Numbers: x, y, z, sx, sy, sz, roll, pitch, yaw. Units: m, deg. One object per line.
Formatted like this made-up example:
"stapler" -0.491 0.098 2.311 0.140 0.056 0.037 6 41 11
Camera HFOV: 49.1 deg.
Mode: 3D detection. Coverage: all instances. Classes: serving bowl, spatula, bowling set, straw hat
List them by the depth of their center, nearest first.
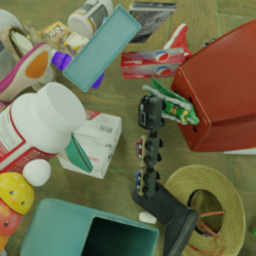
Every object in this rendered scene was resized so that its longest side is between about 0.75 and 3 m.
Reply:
"straw hat" 2.336 2.439 8.187 1.169 2.762 2.762 4 43 -46
"spatula" 1.132 2.537 8.879 1.482 0.119 1.031 6 50 2
"serving bowl" -4.903 -3.081 11.251 0.981 2.983 2.983 18 55 -5
"bowling set" -3.745 -2.941 11.691 2.080 2.988 1.604 -36 64 10

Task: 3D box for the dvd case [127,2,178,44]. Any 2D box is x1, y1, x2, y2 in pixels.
"dvd case" 0.389 -3.480 9.507 1.681 2.261 0.181 -12 80 -29

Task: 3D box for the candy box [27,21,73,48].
"candy box" -3.768 -4.215 13.379 2.060 0.570 1.189 -36 62 -23

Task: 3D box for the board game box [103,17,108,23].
"board game box" -0.611 -3.689 10.875 0.740 1.100 0.246 -1 12 -8

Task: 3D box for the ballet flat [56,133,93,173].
"ballet flat" -1.893 0.312 8.068 0.872 0.834 2.476 -26 88 -6

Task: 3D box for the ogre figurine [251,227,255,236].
"ogre figurine" 4.199 3.092 8.281 0.953 0.467 0.571 17 73 29

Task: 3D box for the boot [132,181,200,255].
"boot" 0.850 2.630 8.273 2.121 0.696 1.748 31 98 36

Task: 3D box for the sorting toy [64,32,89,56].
"sorting toy" -1.415 -2.330 8.855 0.616 1.038 1.153 -39 44 -14

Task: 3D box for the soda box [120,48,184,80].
"soda box" 0.816 -2.114 9.311 2.073 0.726 0.657 -2 61 9

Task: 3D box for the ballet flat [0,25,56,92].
"ballet flat" -3.468 -2.362 10.152 1.002 2.979 1.014 -7 37 49

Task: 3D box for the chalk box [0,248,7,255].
"chalk box" -3.649 4.091 6.896 1.496 1.504 2.417 -30 58 -19

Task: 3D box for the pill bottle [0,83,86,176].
"pill bottle" -2.461 0.204 6.827 2.849 1.599 1.599 -34 53 21

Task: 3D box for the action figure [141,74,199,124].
"action figure" 1.028 -0.539 6.854 0.463 1.000 1.693 -27 46 -34

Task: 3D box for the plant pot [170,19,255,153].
"plant pot" 2.506 -0.752 7.387 2.317 2.630 2.627 -18 67 -10

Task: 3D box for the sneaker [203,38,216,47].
"sneaker" 2.368 -2.344 8.280 0.409 0.855 0.339 46 58 0

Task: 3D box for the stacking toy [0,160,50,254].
"stacking toy" -2.410 1.375 5.449 2.103 1.537 1.537 -44 65 -10

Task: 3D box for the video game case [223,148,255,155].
"video game case" 4.441 0.170 10.478 2.011 0.222 1.830 2 54 0

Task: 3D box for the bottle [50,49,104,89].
"bottle" -1.817 -2.076 9.788 1.962 0.640 0.819 27 23 -6

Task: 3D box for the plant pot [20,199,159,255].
"plant pot" -0.940 2.162 5.139 2.232 1.576 1.577 6 72 48

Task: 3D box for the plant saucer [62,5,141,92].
"plant saucer" -0.745 -2.179 7.841 0.854 0.232 2.442 40 97 -17

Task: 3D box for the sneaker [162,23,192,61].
"sneaker" 2.520 -3.752 13.013 1.341 0.910 2.322 31 72 10

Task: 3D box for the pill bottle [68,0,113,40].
"pill bottle" -1.787 -5.499 13.820 1.365 1.365 2.346 24 57 16

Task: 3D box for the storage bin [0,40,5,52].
"storage bin" -4.206 -2.236 7.743 0.925 1.003 1.378 6 46 22

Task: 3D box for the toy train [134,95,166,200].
"toy train" 0.450 0.536 6.560 0.482 2.825 0.647 -23 37 -35

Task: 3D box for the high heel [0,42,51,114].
"high heel" -3.091 -1.446 7.739 1.211 0.850 2.524 44 109 30

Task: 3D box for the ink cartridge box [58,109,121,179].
"ink cartridge box" -1.273 0.524 9.810 1.563 0.882 2.129 14 56 10
